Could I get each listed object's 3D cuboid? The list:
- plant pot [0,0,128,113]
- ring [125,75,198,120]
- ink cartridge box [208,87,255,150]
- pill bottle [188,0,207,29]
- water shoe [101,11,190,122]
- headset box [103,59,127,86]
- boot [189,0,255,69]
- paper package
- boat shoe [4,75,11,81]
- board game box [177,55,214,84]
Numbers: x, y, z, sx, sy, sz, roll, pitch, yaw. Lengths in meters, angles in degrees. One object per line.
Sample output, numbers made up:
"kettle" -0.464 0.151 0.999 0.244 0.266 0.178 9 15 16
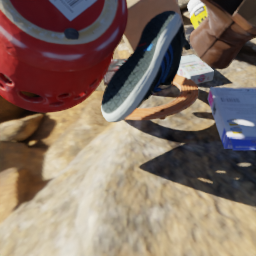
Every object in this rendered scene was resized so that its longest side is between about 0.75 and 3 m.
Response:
"plant pot" -1.614 -1.995 5.679 2.942 2.679 2.942 3 80 -18
"ring" 0.654 -0.974 8.645 2.973 0.285 2.973 -7 32 4
"ink cartridge box" 3.362 -0.208 7.932 1.654 0.582 2.772 1 39 1
"pill bottle" 2.543 -3.495 9.103 0.854 0.854 1.495 -16 76 -17
"water shoe" 0.495 -1.002 5.105 0.916 1.011 2.562 5 58 47
"headset box" 0.007 -1.947 9.573 1.518 0.569 1.128 1 33 17
"boot" 1.688 -2.507 6.292 0.861 2.679 2.497 -44 88 0
"paper package" 0.479 -3.153 7.807 1.716 1.636 0.888 -31 55 6
"boat shoe" -5.036 -1.911 9.610 2.621 0.851 0.946 -18 45 -19
"board game box" 2.318 -2.133 10.190 0.977 0.426 1.324 -14 43 -14
